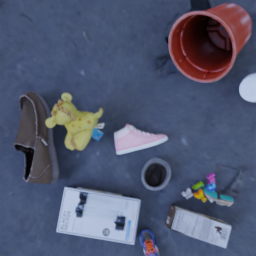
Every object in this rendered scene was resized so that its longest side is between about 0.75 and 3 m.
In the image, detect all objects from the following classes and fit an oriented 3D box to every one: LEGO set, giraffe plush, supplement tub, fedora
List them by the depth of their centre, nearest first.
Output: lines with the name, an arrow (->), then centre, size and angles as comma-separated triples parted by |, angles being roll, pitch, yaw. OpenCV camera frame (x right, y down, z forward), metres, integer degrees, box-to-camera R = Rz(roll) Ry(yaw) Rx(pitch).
giraffe plush -> -1.560, -0.208, 7.619 | 1.253, 1.545, 1.333 | 31, 54, -28
supplement tub -> 3.886, -1.224, 8.387 | 1.156, 0.838, 0.838 | -19, 79, -46
LEGO set -> 2.247, 1.916, 8.403 | 1.149, 0.438, 0.472 | -33, 121, 0
fedora -> 0.842, 1.444, 8.463 | 0.855, 0.436, 0.966 | 16, 70, 12

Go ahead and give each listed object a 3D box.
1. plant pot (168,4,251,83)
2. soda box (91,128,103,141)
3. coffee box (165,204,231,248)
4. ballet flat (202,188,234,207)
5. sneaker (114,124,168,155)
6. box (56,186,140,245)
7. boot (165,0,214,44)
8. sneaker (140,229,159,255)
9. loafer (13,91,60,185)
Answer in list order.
plant pot -> 2.493, -2.596, 8.074 | 1.953, 1.953, 1.899 | 46, 53, 6
soda box -> -1.285, 0.009, 8.751 | 1.003, 0.340, 0.322 | 34, 83, 5
coffee box -> 1.959, 2.787, 8.060 | 1.624, 0.918, 0.648 | 18, 82, 3
ballet flat -> 2.632, 2.112, 8.342 | 0.977, 0.333, 0.329 | 20, 124, 7
sneaker -> 0.341, 0.231, 8.573 | 1.640, 0.617, 0.857 | -14, 87, 2
box -> -0.839, 2.536, 8.216 | 2.241, 0.674, 1.307 | 10, 82, 2
boot -> 1.772, -3.423, 8.693 | 1.852, 0.608, 1.527 | -47, 127, 2
sneaker -> 0.692, 3.627, 8.132 | 0.512, 0.533, 1.359 | -17, 82, -3
loafer -> -2.774, 0.276, 8.151 | 1.026, 1.055, 2.890 | -7, 76, -42
